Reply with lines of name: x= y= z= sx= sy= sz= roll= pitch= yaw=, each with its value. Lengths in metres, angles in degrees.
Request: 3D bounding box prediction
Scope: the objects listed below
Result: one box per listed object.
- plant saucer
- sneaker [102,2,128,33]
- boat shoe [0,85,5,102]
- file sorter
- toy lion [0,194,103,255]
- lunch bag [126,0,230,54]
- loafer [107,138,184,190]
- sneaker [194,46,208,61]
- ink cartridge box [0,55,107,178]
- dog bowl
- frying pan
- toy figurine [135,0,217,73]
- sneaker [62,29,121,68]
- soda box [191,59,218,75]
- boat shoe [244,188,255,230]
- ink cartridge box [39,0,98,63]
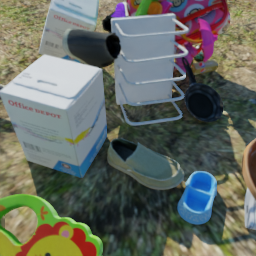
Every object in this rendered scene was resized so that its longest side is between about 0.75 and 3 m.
plant saucer: x=3.147 y=1.032 z=5.636 sx=1.908 sy=0.308 sz=1.908 roll=8 pitch=58 yaw=-12
sneaker: x=-0.477 y=-4.267 z=11.011 sx=1.132 sy=0.791 sz=2.275 roll=-7 pitch=46 yaw=-6
boat shoe: x=-4.017 y=-0.872 z=7.415 sx=1.554 sy=0.559 sz=0.503 roll=-3 pitch=3 yaw=4
file sorter: x=0.539 y=-1.424 z=6.924 sx=1.590 sy=2.292 sz=1.427 roll=-8 pitch=33 yaw=-8
toy lion: x=-1.395 y=1.967 z=4.293 sx=1.959 sy=0.702 sz=2.044 roll=-21 pitch=72 yaw=-4
lunch bag: x=1.590 y=-3.509 z=8.888 sx=2.988 sy=2.632 sz=1.224 roll=-18 pitch=-2 yaw=27
loafer: x=0.276 y=0.722 z=5.940 sx=1.864 sy=0.636 sz=0.705 roll=15 pitch=52 yaw=29
sneaker: x=2.447 y=-2.483 z=9.634 sx=0.381 sy=0.324 sz=0.835 roll=-25 pitch=45 yaw=-1
ink cartridge box: x=-1.443 y=-0.247 z=6.105 sx=1.493 sy=2.027 sz=1.466 roll=16 pitch=47 yaw=15
dog bowl: x=1.438 y=1.361 z=5.698 sx=0.662 sy=0.295 sz=1.188 roll=18 pitch=44 yaw=18
frying pan: x=1.762 y=-0.931 z=7.561 sx=1.888 sy=0.307 sz=1.142 roll=47 pitch=63 yaw=5
toy figurine: x=1.263 y=-2.395 z=7.879 sx=2.227 sy=2.419 sz=1.816 roll=29 pitch=30 yaw=4
sneaker: x=-0.529 y=-1.810 z=6.780 sx=1.126 sy=0.793 sz=2.121 roll=12 pitch=10 yaw=22
soda box: x=2.450 y=-1.956 z=8.985 sx=0.815 sy=0.261 sz=0.276 roll=-14 pitch=63 yaw=-12
boat shoe: x=2.505 y=1.557 z=5.534 sx=0.304 sy=0.343 sz=0.932 roll=15 pitch=61 yaw=5
ink cartridge box: x=-1.862 y=-3.188 z=8.743 sx=1.349 sy=1.832 sz=1.325 roll=14 pitch=57 yaw=-22
